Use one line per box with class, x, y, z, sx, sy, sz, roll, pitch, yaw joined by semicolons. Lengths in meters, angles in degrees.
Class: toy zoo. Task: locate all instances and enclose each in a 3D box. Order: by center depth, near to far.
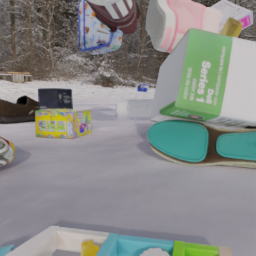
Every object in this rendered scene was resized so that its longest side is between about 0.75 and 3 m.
toy zoo;-0.173;0.814;1.415;1.403;0.144;0.920;2;8;13

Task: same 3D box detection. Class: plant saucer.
plant saucer;2.609;-2.388;7.228;0.192;0.793;0.793;18;27;-13

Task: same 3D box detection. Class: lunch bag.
lunch bag;-1.029;-3.543;9.605;1.643;2.050;0.775;1;0;34

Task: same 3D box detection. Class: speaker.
speaker;0.443;-0.900;12.671;1.942;0.788;0.788;0;7;3

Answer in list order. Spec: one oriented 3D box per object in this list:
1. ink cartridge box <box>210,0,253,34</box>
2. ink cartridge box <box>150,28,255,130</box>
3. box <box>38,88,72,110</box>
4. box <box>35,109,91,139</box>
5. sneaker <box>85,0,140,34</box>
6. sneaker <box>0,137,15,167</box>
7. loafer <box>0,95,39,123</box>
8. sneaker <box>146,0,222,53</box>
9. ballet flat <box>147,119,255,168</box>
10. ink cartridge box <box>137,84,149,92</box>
ink cartridge box;2.739;-3.512;10.200;2.909;0.610;1.736;-29;40;3
ink cartridge box;1.937;-0.489;4.685;2.731;1.147;1.978;11;-4;-5
box;-2.501;-0.762;9.750;0.720;1.227;1.206;2;7;13
box;-1.589;-0.134;7.027;1.015;0.643;1.054;2;7;16
sneaker;-0.702;-2.766;5.291;1.123;2.969;1.715;-32;-30;8
sneaker;-2.405;0.284;3.970;1.830;0.712;0.752;14;8;24
loafer;-3.688;-0.741;10.553;1.000;0.978;2.741;4;8;32
sneaker;1.269;-2.548;6.609;1.479;1.065;2.829;6;41;-10
ballet flat;1.278;0.317;4.181;2.060;0.695;0.642;8;-16;28
ink cartridge box;0.702;-1.862;12.985;0.441;0.207;0.938;6;19;7
